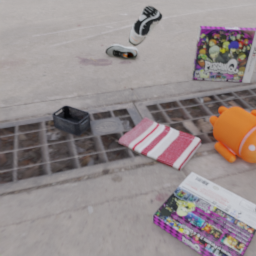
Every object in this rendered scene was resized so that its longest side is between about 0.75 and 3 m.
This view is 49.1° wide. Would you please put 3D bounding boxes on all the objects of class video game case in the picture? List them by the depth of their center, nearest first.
[{"bbox_3d":[2.195,2.393,7.578,2.322,0.416,2.104,25,43,31],"label":"video game case"},{"bbox_3d":[4.862,-3.615,13.978,2.987,2.707,0.535,5,36,5],"label":"video game case"}]

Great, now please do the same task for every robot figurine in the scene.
[{"bbox_3d":[4.026,0.203,9.729,1.819,1.475,2.530,-17,39,-24],"label":"robot figurine"}]

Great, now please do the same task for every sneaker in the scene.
[{"bbox_3d":[0.642,-4.221,11.603,0.856,0.928,2.321,38,55,-3],"label":"sneaker"},{"bbox_3d":[-0.405,-4.577,17.013,2.029,0.750,0.804,6,41,8],"label":"sneaker"}]

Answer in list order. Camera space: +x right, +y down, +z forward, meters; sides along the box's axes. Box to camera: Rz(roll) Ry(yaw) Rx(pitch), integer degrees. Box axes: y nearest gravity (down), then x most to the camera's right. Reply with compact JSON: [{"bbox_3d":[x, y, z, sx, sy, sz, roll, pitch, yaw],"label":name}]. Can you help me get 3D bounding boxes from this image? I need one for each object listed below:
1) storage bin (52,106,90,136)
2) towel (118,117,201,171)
[{"bbox_3d":[-2.252,-0.301,11.165,1.316,0.617,0.890,18,40,24],"label":"storage bin"},{"bbox_3d":[1.184,0.499,10.338,2.547,0.290,1.834,22,42,28],"label":"towel"}]
